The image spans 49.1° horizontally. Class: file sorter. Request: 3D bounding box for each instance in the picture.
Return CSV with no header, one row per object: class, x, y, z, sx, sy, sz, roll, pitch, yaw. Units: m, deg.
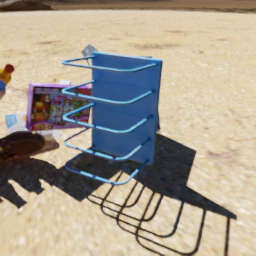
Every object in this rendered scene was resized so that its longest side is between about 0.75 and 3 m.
file sorter,-0.492,-0.288,7.063,1.992,2.871,1.761,14,24,25

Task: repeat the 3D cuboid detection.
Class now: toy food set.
toy food set,-4.178,-0.942,7.185,1.174,1.245,2.609,-32,-12,40

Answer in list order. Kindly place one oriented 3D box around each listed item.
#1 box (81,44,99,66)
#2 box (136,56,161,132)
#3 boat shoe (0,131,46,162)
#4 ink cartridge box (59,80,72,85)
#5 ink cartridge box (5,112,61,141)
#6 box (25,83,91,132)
box,-0.729,-1.920,9.864,1.525,0.493,1.933,32,22,-51
box,0.342,-0.941,8.660,0.496,2.486,1.702,-2,12,32
boat shoe,-3.384,0.627,7.836,2.144,0.772,0.724,-8,36,3
ink cartridge box,-2.558,-1.277,11.001,0.428,0.735,1.017,11,50,7
ink cartridge box,-2.984,-0.025,8.891,1.585,0.538,0.912,-11,69,-26
box,-1.908,-0.584,7.949,1.859,1.272,0.364,-5,25,-40
